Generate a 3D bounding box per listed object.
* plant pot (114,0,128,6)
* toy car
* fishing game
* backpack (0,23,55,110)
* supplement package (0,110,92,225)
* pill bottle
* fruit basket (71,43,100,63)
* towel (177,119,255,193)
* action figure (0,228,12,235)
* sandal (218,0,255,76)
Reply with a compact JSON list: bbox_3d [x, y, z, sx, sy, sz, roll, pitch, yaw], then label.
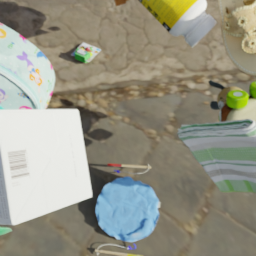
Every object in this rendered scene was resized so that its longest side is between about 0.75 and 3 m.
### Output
[{"bbox_3d":[-0.015,-4.439,8.044,1.081,1.545,1.545,-14,61,2],"label":"plant pot"},{"bbox_3d":[2.210,-0.506,6.136,1.133,1.180,1.436,-22,35,-16],"label":"toy car"},{"bbox_3d":[0.000,1.977,6.901,1.587,0.345,2.216,2,68,1],"label":"fishing game"},{"bbox_3d":[-2.754,-0.516,5.039,2.462,2.774,2.088,30,40,-21],"label":"backpack"},{"bbox_3d":[-1.428,0.466,3.473,1.482,1.117,1.125,-12,86,36],"label":"supplement package"},{"bbox_3d":[1.036,-2.635,6.039,1.773,0.986,0.986,45,68,-3],"label":"pill bottle"},{"bbox_3d":[-1.423,-2.571,9.442,0.728,0.369,0.786,26,61,14],"label":"fruit basket"},{"bbox_3d":[1.975,0.659,5.237,1.501,2.012,0.309,-6,43,46],"label":"towel"},{"bbox_3d":[-2.803,1.437,4.024,1.712,2.898,0.793,8,78,-10],"label":"action figure"},{"bbox_3d":[2.154,-2.265,5.531,0.933,0.837,2.544,-17,78,34],"label":"sandal"}]
